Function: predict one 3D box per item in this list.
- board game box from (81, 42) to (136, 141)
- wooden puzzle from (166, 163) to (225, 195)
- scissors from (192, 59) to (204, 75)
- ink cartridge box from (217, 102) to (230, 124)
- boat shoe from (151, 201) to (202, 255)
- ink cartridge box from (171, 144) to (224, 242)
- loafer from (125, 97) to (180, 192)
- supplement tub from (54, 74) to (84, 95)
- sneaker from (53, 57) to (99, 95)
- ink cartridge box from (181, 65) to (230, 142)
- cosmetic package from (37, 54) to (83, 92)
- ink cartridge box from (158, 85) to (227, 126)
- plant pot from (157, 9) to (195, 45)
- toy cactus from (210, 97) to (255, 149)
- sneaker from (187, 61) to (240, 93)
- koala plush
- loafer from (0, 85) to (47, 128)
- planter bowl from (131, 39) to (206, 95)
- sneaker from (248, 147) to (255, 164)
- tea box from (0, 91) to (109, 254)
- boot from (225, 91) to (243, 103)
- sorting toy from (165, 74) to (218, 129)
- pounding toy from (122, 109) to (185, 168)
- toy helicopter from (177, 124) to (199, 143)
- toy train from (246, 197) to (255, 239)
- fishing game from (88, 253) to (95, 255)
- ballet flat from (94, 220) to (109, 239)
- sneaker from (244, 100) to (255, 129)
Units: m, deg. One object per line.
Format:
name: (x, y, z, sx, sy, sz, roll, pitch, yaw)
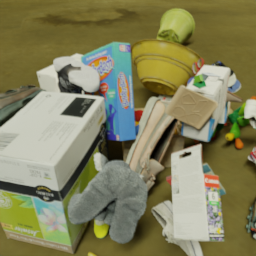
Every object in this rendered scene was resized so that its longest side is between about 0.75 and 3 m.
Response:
board game box: (-0.572, -0.873, 7.407, 0.527, 2.342, 1.781, -6, 4, -34)
wooden puzzle: (1.486, 1.267, 6.121, 0.960, 1.619, 0.114, -25, 31, 26)
scissors: (1.984, -1.354, 7.574, 0.084, 0.439, 1.199, 9, 60, -30)
ink cartridge box: (2.599, -0.715, 8.853, 1.126, 0.651, 1.937, 6, 18, 24)
boat shoe: (0.981, 2.185, 5.944, 0.511, 0.560, 1.556, -17, 37, -14)
ink cartridge box: (1.047, 1.021, 4.385, 0.348, 0.753, 1.383, 12, 68, -28)
loafer: (0.549, 0.625, 6.652, 0.871, 2.770, 0.996, 15, -8, 22)
supplement tub: (-1.694, -1.426, 10.248, 1.827, 1.325, 1.325, -10, 35, -18)
sneaker: (-1.293, -1.091, 7.199, 0.685, 1.033, 1.815, -23, 44, -30)
ink cartridge box: (1.804, -0.612, 6.463, 0.681, 1.162, 1.586, 12, 36, 23)
cosmetic package: (-2.544, -2.300, 12.185, 1.310, 1.033, 2.434, 20, 42, 28)
ink cartridge box: (2.487, -1.002, 10.663, 2.570, 0.644, 2.085, 8, 35, 17)
plant pot: (2.655, -5.620, 16.608, 2.158, 2.158, 1.984, 13, 46, 19)
toy cactus: (3.466, -0.289, 9.132, 2.335, 1.194, 1.927, -37, 14, 1)
sneaker: (2.653, -1.644, 8.829, 1.626, 0.939, 0.657, 7, 53, 37)
koala plush: (-0.229, 1.072, 5.253, 1.280, 1.326, 1.443, 27, 18, -7)
loafer: (-2.968, -0.746, 7.285, 0.850, 0.971, 2.702, 41, 18, -8)
planter bowl: (1.259, -1.924, 10.038, 2.782, 2.782, 1.159, 14, 80, 20)
sneaker: (3.491, 0.983, 7.397, 0.591, 0.374, 1.050, 17, 57, 3)
tea box: (-1.573, 0.849, 6.183, 1.663, 2.448, 2.488, 6, 33, 14)
boot: (2.346, -0.657, 7.673, 1.311, 0.958, 0.460, 25, 13, -7)
sorting toy: (1.329, -0.531, 5.554, 0.823, 1.114, 0.164, 27, 42, -2)
pounding toy: (0.873, -0.004, 8.366, 2.104, 1.496, 1.937, -2, 34, -3)
toy helicopter: (1.581, 0.072, 7.289, 0.959, 0.378, 0.634, 5, 55, -49)
toy train: (2.941, 1.939, 6.236, 0.456, 0.610, 1.071, 15, 36, 23)
fishing game: (-0.913, 3.305, 4.385, 2.054, 0.446, 2.869, 14, 29, 20)
ballet flat: (-0.599, 1.966, 6.405, 0.363, 0.364, 1.087, -9, 32, 13)
sneaker: (3.676, -0.213, 7.704, 1.411, 0.624, 0.531, 25, -9, -22)
